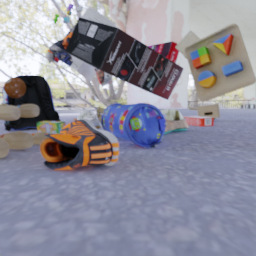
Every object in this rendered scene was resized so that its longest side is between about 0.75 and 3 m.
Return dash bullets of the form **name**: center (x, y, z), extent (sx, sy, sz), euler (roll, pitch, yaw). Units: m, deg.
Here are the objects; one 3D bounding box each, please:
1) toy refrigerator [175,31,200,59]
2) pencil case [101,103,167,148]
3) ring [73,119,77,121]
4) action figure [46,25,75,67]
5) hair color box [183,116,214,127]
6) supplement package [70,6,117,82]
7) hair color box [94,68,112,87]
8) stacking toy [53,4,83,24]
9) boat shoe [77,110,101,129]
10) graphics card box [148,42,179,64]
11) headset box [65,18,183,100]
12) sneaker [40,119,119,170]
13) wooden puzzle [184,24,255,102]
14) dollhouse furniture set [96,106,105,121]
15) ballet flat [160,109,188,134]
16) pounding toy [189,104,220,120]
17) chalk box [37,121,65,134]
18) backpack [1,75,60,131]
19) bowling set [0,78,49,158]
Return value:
- **toy refrigerator**: center (2.374, -2.480, 9.491), extent (0.831, 0.766, 2.189), euler (48, 21, 15)
- **pencil case**: center (0.089, -0.168, 8.270), extent (1.274, 1.145, 2.934), euler (-1, 5, -19)
- **ring**: center (-2.352, -0.442, 16.383), extent (1.720, 0.165, 1.720), euler (1, 6, 0)
- **action figure**: center (-2.111, -2.658, 9.372), extent (1.472, 0.796, 1.521), euler (-38, -3, -7)
- **hair color box**: center (3.425, -0.331, 13.753), extent (0.764, 0.440, 1.377), euler (-4, 8, -28)
- **supplement package**: center (-1.526, -3.271, 11.158), extent (1.389, 2.291, 1.372), euler (39, 2, 16)
- **hair color box**: center (-0.958, -2.012, 10.826), extent (0.466, 0.841, 0.269), euler (-29, 54, -7)
- **stacking toy**: center (-2.091, -3.929, 9.659), extent (0.285, 1.215, 0.916), euler (13, -7, 35)
- **boat shoe**: center (-1.430, -0.219, 9.646), extent (0.823, 0.805, 2.323), euler (-22, 3, -3)
- **graphics card box**: center (1.222, -3.037, 12.766), extent (0.585, 1.443, 2.301), euler (18, -4, -35)
- **headset box**: center (0.005, -1.873, 7.940), extent (2.845, 1.067, 2.115), euler (16, 13, -42)
- **sneaker**: center (-1.200, 0.266, 5.510), extent (1.200, 0.831, 2.142), euler (-2, 6, -34)
- **wooden puzzle**: center (2.214, -1.596, 6.981), extent (1.439, 1.554, 0.360), euler (-20, -8, 33)
- **dollhouse furniture set**: center (-1.166, -0.452, 15.307), extent (1.351, 0.751, 1.195), euler (12, 39, 11)
- **ballet flat**: center (1.626, -0.276, 10.745), extent (0.908, 0.897, 2.668), euler (3, 6, 33)
- **pounding toy**: center (4.612, -0.870, 17.089), extent (1.744, 0.908, 1.985), euler (-6, 0, 15)
- **chalk box**: center (-2.277, 0.089, 8.676), extent (0.915, 0.566, 0.569), euler (0, 6, 10)
- **backpack**: center (-4.277, -1.091, 11.985), extent (2.389, 2.276, 1.840), euler (-6, 8, -41)
- **bowling set**: center (-3.009, -0.273, 6.803), extent (1.379, 1.788, 2.569), euler (0, 1, 11)
